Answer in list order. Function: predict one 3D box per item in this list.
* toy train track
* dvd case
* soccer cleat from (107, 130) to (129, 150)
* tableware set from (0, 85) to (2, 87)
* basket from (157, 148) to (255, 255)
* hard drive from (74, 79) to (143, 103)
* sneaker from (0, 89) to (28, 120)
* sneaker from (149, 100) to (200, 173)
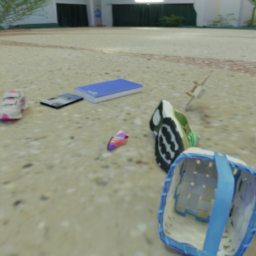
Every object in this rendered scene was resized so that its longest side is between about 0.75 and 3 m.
[{"bbox_3d":[2.277,-1.329,9.660,0.442,1.557,2.715,34,14,2],"label":"toy train track"},{"bbox_3d":[-2.643,-1.085,11.237,1.032,0.127,1.447,17,29,32],"label":"dvd case"},{"bbox_3d":[-0.286,0.371,7.809,0.333,0.310,0.909,26,34,13],"label":"soccer cleat"},{"bbox_3d":[-6.627,-1.590,12.236,1.917,0.294,1.291,6,28,10],"label":"tableware set"},{"bbox_3d":[1.179,1.189,4.104,1.442,1.828,2.073,14,19,15],"label":"basket"},{"bbox_3d":[-0.846,-1.696,12.347,2.539,0.322,1.675,-19,30,-36],"label":"hard drive"},{"bbox_3d":[-4.095,-0.849,9.832,0.767,0.832,1.885,-3,24,-6],"label":"sneaker"},{"bbox_3d":[1.425,0.208,7.386,1.303,1.131,2.941,17,30,-12],"label":"sneaker"}]
